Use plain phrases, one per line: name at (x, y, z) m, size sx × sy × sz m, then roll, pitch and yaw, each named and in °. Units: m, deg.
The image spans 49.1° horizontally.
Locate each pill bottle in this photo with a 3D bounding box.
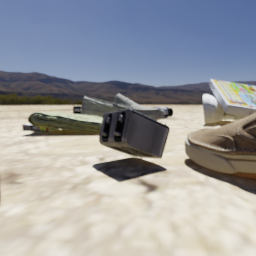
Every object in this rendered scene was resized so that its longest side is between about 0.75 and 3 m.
pill bottle at (1.495, -0.666, 12.259) m, size 0.922 × 0.516 × 0.516 m, roll -2°, pitch 6°, yaw -27°

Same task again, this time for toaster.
toaster at (0.084, 0.092, 3.605) m, size 0.773 × 0.459 × 0.699 m, roll 23°, pitch -14°, yaw -31°

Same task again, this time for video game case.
video game case at (4.244, -0.941, 9.443) m, size 2.556 × 0.321 × 2.808 m, roll 9°, pitch 26°, yaw 1°

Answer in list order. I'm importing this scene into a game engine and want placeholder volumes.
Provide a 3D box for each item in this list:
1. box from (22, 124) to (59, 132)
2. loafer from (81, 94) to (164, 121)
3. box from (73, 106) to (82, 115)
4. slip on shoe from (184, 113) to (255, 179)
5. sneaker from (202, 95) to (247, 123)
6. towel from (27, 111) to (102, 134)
box at (-2.332, -0.013, 7.459) m, size 0.859 × 0.149 × 0.473 m, roll 3°, pitch 6°, yaw 27°
loafer at (-0.230, -0.634, 9.378) m, size 2.871 × 1.002 × 1.004 m, roll 1°, pitch 6°, yaw 11°
box at (-0.803, -0.648, 11.647) m, size 2.017 × 0.584 × 2.537 m, roll 2°, pitch 6°, yaw 20°
slip on shoe at (1.518, 0.114, 2.788) m, size 1.006 × 0.802 × 2.646 m, roll -2°, pitch 6°, yaw -20°
sneaker at (3.536, -0.687, 9.898) m, size 1.614 × 1.029 × 2.793 m, roll -1°, pitch 4°, yaw 23°
towel at (-1.375, -0.175, 7.103) m, size 1.963 × 0.358 × 1.457 m, roll 6°, pitch 6°, yaw -2°
